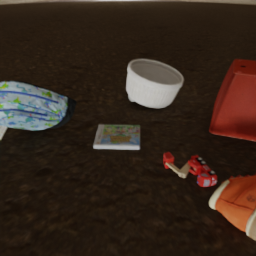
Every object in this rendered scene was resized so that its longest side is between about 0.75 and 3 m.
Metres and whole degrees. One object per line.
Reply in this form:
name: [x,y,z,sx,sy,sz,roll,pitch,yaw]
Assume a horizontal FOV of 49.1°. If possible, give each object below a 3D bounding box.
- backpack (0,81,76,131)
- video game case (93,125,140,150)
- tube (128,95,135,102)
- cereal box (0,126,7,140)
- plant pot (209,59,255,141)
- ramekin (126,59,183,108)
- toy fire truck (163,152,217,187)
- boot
backpack: [-3.309,-0.689,9.277,1.954,2.395,1.842,-7,59,42]
video game case: [-0.353,0.290,9.684,1.511,0.167,1.375,1,31,2]
tube: [0.594,-1.642,12.790,0.639,0.416,1.651,22,33,22]
cereal box: [-5.322,0.453,8.993,2.114,0.581,2.938,-3,31,-4]
plant pot: [4.470,-1.124,10.090,2.492,2.199,2.495,11,32,17]
ramekin: [1.011,-1.844,11.834,2.355,1.236,2.355,12,34,-8]
toy fire truck: [1.721,1.175,8.009,1.017,0.351,1.442,-10,32,-16]
boot: [3.179,1.468,6.977,2.673,1.003,1.433,-27,34,-36]
